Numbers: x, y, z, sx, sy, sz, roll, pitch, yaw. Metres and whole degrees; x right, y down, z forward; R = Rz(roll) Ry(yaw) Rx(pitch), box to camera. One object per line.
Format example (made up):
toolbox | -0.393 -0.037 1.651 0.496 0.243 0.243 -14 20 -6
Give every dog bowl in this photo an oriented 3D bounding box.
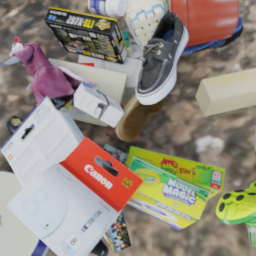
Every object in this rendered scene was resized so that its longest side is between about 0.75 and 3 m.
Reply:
dog bowl | -3.244 2.457 6.956 2.616 1.030 2.616 0 63 0

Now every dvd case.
dvd case | -0.451 0.890 8.278 0.827 0.091 0.603 27 66 12

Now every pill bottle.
pill bottle | -0.564 -3.387 7.733 0.986 0.590 0.590 22 64 27

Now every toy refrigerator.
toy refrigerator | 3.541 -1.219 8.852 2.566 0.974 0.898 -13 64 -6

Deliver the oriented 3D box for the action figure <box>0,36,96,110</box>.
action figure | -2.224 -1.537 7.209 1.714 1.542 2.301 -36 84 6

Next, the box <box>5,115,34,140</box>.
box | -2.403 0.476 7.530 1.475 1.464 0.366 21 51 12

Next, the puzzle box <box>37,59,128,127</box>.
puzzle box | -1.322 -0.992 8.002 2.366 0.301 1.574 14 88 7

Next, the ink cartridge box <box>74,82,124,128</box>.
ink cartridge box | -0.695 -0.546 6.526 1.061 0.767 0.447 30 105 -24

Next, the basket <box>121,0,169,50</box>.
basket | 0.547 -3.478 8.452 1.481 1.877 2.129 -25 58 9

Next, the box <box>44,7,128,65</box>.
box | -1.128 -2.550 7.894 1.994 1.593 0.492 16 79 15

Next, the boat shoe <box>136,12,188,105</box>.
boat shoe | 0.758 -1.798 6.716 0.964 0.914 2.758 2 52 39

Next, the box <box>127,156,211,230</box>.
box | 0.753 1.555 6.323 1.682 2.867 0.694 24 67 12

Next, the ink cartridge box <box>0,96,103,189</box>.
ink cartridge box | -1.829 0.671 6.419 2.035 0.414 2.039 -43 72 21

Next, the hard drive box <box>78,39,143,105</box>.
hard drive box | -0.267 -1.809 9.136 2.595 0.997 2.023 -2 62 -1

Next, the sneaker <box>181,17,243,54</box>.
sneaker | 2.922 -3.098 9.967 2.320 0.904 0.814 -18 68 15

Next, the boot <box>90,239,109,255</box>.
boot | -0.887 2.114 5.326 0.761 0.924 0.303 14 72 48

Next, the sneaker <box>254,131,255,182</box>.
sneaker | 4.512 0.814 7.863 1.564 1.094 2.708 11 70 1

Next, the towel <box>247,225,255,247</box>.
towel | 3.082 2.128 6.322 0.963 0.198 1.291 23 45 -13

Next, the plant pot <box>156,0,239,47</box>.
plant pot | 2.090 -3.490 8.683 2.111 2.170 2.170 -7 63 -2

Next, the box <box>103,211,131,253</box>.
box | -0.532 1.806 6.412 0.379 2.009 1.372 -14 89 -17

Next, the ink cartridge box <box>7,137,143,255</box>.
ink cartridge box | -0.840 1.141 4.859 1.495 0.441 1.868 35 67 15

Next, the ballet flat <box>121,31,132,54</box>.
ballet flat | -0.056 -2.669 8.811 0.338 0.312 1.001 -17 48 13

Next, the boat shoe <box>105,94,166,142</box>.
boat shoe | 0.205 -0.528 7.488 0.856 0.858 2.377 -2 39 41

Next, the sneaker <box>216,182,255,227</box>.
sneaker | 2.344 1.544 5.278 1.876 0.695 0.784 -3 97 -41

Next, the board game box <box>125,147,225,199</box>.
board game box | 1.160 1.222 7.447 2.403 1.221 0.572 13 66 6
